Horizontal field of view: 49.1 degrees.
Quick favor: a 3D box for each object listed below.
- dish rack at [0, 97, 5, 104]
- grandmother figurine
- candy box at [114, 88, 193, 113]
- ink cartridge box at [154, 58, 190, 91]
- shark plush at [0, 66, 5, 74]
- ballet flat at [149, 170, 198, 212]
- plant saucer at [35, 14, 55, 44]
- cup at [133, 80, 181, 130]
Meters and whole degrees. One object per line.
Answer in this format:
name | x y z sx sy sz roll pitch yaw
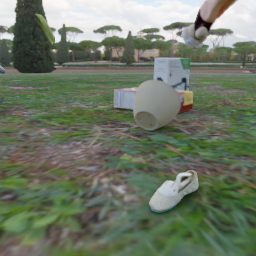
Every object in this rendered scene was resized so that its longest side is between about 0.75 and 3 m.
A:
dish rack | -5.567 -0.668 9.788 2.000 0.711 2.607 1 12 -2
grandmother figurine | 2.265 -3.166 7.744 0.902 1.806 2.978 32 -18 2
candy box | 1.003 -1.158 11.483 2.832 0.800 1.653 12 17 36
ink cartridge box | 1.949 -2.082 12.620 1.525 2.081 0.864 -12 21 -39
shark plush | -3.660 -1.612 7.262 0.415 0.380 0.912 -37 -18 21
ballet flat | 0.666 0.862 4.050 0.359 0.332 1.064 11 18 39
plant saucer | -3.007 -3.654 10.294 0.184 1.182 1.182 -32 21 -10
cup | 0.711 -0.519 8.100 1.408 1.408 1.007 7 44 26
